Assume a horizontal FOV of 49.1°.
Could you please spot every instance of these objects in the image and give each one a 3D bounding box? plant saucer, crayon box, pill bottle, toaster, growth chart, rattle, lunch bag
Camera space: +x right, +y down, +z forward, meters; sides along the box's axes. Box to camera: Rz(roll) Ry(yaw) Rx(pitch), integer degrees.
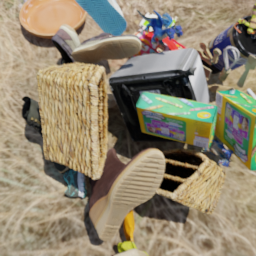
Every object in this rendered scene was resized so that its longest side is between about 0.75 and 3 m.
[{"bbox_3d":[-3.069,-4.678,11.678,2.767,0.518,2.767,-1,61,2],"label":"plant saucer"},{"bbox_3d":[3.140,-0.053,7.647,0.704,1.435,2.416,-6,22,-3],"label":"crayon box"},{"bbox_3d":[3.416,-2.592,9.314,1.306,2.336,1.306,2,83,-16],"label":"pill bottle"},{"bbox_3d":[1.121,-0.900,8.484,2.765,2.500,1.641,-1,39,30],"label":"toaster"},{"bbox_3d":[0.977,-3.475,9.286,1.136,0.101,0.822,15,64,12],"label":"growth chart"},{"bbox_3d":[-0.897,3.597,7.670,2.738,1.783,1.956,-30,66,8],"label":"rattle"},{"bbox_3d":[1.175,-2.373,9.783,2.586,2.278,1.059,41,73,16],"label":"lunch bag"},{"bbox_3d":[1.247,-0.199,7.301,1.945,1.155,0.567,14,58,20],"label":"crayon box"}]

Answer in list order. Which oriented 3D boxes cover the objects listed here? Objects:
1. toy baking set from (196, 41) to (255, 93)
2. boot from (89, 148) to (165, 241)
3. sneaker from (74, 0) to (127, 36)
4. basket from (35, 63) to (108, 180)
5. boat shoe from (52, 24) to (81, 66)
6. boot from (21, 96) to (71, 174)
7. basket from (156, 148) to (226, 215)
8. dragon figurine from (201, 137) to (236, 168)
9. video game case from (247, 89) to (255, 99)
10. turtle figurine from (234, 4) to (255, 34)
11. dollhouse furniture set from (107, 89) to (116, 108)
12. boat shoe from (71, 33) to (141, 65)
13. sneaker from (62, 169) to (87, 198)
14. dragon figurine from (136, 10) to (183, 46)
[{"bbox_3d":[2.905,-1.748,8.726,0.288,1.901,2.477,-42,39,-16],"label":"toy baking set"},{"bbox_3d":[-0.296,1.213,7.663,1.081,2.988,2.485,22,23,-25],"label":"boot"},{"bbox_3d":[-1.073,-3.999,8.449,1.044,2.729,1.102,-32,47,7],"label":"sneaker"},{"bbox_3d":[-1.057,-0.309,7.804,2.068,2.776,1.981,14,25,32],"label":"basket"},{"bbox_3d":[-1.907,-2.273,9.621,0.907,2.523,0.817,33,66,30],"label":"boat shoe"},{"bbox_3d":[-2.648,0.233,8.897,0.919,1.641,2.372,-33,57,20],"label":"boot"},{"bbox_3d":[1.378,1.250,7.880,1.612,2.164,1.545,27,80,-27],"label":"basket"},{"bbox_3d":[2.786,0.747,8.201,0.956,1.923,0.566,37,103,29],"label":"dragon figurine"},{"bbox_3d":[3.562,-0.475,8.028,0.095,1.057,0.757,-12,41,2],"label":"video game case"},{"bbox_3d":[3.620,-2.996,7.919,1.022,0.824,0.329,24,26,9],"label":"turtle figurine"},{"bbox_3d":[-0.632,-0.765,9.961,2.044,0.905,1.060,-24,28,-16],"label":"dollhouse furniture set"},{"bbox_3d":[-0.631,-2.364,8.015,2.208,0.794,0.715,-6,59,30],"label":"boat shoe"},{"bbox_3d":[-1.769,1.466,9.023,0.735,0.625,1.611,-8,64,-2],"label":"sneaker"},{"bbox_3d":[0.937,-3.112,8.300,0.565,0.954,1.919,-4,58,-32],"label":"dragon figurine"}]
